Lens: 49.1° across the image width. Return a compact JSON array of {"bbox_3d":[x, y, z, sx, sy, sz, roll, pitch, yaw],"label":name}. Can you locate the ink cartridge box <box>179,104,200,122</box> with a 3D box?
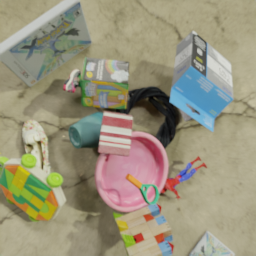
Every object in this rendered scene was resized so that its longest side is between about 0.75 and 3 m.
[{"bbox_3d":[2.166,-0.680,9.675,0.399,1.045,0.713,-15,80,-36],"label":"ink cartridge box"}]

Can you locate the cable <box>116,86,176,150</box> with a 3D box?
[{"bbox_3d":[0.652,-0.130,9.989,2.155,0.671,2.641,-3,81,-7],"label":"cable"}]

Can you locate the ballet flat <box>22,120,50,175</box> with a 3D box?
[{"bbox_3d":[-3.199,0.732,9.718,0.859,0.726,2.271,-18,80,-4],"label":"ballet flat"}]

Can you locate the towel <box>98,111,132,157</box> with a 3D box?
[{"bbox_3d":[-0.351,0.175,8.037,0.897,0.142,1.245,9,71,-10],"label":"towel"}]

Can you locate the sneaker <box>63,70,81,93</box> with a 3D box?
[{"bbox_3d":[-1.685,-1.426,8.700,0.366,0.396,0.982,22,51,-3],"label":"sneaker"}]

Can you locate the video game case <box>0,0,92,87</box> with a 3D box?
[{"bbox_3d":[-2.603,-2.698,9.265,2.917,2.659,0.321,-38,81,-6],"label":"video game case"}]

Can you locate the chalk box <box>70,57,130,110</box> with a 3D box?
[{"bbox_3d":[-0.967,-1.470,9.267,1.930,1.195,1.201,5,50,-3],"label":"chalk box"}]

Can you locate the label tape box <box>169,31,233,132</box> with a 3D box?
[{"bbox_3d":[2.405,-1.510,8.937,1.946,0.854,2.698,31,50,-23],"label":"label tape box"}]

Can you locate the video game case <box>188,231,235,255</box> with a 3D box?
[{"bbox_3d":[2.792,4.256,9.376,1.160,0.128,1.057,40,82,7],"label":"video game case"}]

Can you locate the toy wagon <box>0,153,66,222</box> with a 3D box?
[{"bbox_3d":[-3.316,1.794,8.885,2.823,0.559,2.191,36,124,3],"label":"toy wagon"}]

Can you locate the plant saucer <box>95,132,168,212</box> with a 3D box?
[{"bbox_3d":[0.075,1.348,8.873,2.534,0.642,2.534,-4,99,-28],"label":"plant saucer"}]

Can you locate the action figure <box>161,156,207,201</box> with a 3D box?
[{"bbox_3d":[1.887,1.782,9.492,1.737,0.860,0.567,-34,41,3],"label":"action figure"}]

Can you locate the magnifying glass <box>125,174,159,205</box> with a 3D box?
[{"bbox_3d":[0.399,1.603,7.445,1.369,0.153,0.545,42,58,-34],"label":"magnifying glass"}]

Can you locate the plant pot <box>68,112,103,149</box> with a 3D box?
[{"bbox_3d":[-1.324,0.161,9.342,1.119,1.191,1.191,-18,78,-38],"label":"plant pot"}]

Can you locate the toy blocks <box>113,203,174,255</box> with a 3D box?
[{"bbox_3d":[0.597,3.141,8.144,1.493,2.185,1.092,-18,122,-11],"label":"toy blocks"}]
